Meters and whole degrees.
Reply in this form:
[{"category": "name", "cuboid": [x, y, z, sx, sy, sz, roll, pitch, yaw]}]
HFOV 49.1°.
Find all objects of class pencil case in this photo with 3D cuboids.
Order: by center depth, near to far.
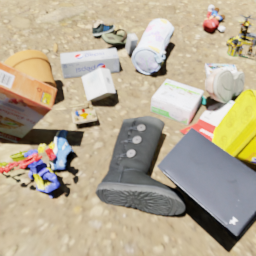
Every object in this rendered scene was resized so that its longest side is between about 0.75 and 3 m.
[{"category": "pencil case", "cuboid": [1.089, -3.454, 11.654, 1.308, 1.199, 2.884, -24, 30, 36]}]

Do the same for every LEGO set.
[{"category": "LEGO set", "cuboid": [5.742, -3.946, 11.915, 2.845, 1.649, 2.188, 27, 51, 24]}]

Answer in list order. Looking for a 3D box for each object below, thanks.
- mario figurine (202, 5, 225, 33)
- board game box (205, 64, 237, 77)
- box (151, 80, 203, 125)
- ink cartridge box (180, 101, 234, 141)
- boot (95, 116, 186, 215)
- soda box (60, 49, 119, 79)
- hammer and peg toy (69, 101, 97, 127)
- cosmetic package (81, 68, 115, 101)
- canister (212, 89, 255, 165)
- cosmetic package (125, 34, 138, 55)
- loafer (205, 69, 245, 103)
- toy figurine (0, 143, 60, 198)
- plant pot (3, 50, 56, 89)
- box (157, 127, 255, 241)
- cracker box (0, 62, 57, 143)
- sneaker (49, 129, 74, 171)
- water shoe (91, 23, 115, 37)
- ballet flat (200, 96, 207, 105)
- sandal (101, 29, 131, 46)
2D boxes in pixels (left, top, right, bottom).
[{"category": "mario figurine", "cuboid": [4.384, -5.402, 13.859, 1.137, 0.976, 1.841, 21, 47, 17]}, {"category": "board game box", "cuboid": [3.744, -2.287, 11.290, 1.201, 0.208, 0.758, 4, 45, 4]}, {"category": "box", "cuboid": [1.673, -0.916, 9.597, 1.402, 0.678, 1.237, 22, 50, 20]}, {"category": "ink cartridge box", "cuboid": [2.861, -0.178, 8.638, 2.052, 0.514, 1.651, -20, 27, -19]}, {"category": "boot", "cuboid": [0.596, 0.853, 7.683, 2.275, 0.906, 2.760, 8, 43, 15]}, {"category": "soda box", "cuboid": [-1.521, -2.594, 11.235, 2.268, 0.719, 0.774, -8, 46, -8]}, {"category": "hammer and peg toy", "cuboid": [-1.506, -0.469, 9.345, 0.810, 0.388, 1.102, -11, 33, -11]}, {"category": "cosmetic package", "cuboid": [-1.033, -1.476, 9.672, 0.885, 0.882, 0.544, -19, -7, 32]}, {"category": "canister", "cuboid": [3.795, 0.255, 7.197, 2.541, 1.887, 1.100, 18, 41, -8]}, {"category": "cosmetic package", "cuboid": [0.138, -3.538, 11.861, 0.355, 0.787, 0.420, -16, 63, -16]}, {"category": "loafer", "cuboid": [3.117, -1.452, 9.500, 0.933, 1.067, 2.969, 10, 15, 36]}, {"category": "toy figurine", "cuboid": [-2.440, 1.300, 7.217, 2.271, 1.360, 1.198, -10, 21, 48]}, {"category": "plant pot", "cuboid": [-3.307, -1.604, 9.687, 1.779, 1.779, 1.245, -27, 67, -24]}, {"category": "box", "cuboid": [1.949, 1.311, 6.235, 1.193, 2.032, 1.998, -48, 59, -3]}, {"category": "cracker box", "cuboid": [-3.296, -0.568, 7.572, 1.688, 2.520, 0.727, 25, 53, -31]}, {"category": "sneaker", "cuboid": [-1.902, 0.657, 8.234, 0.643, 0.566, 1.441, 8, 49, -10]}, {"category": "water shoe", "cuboid": [-1.168, -4.790, 13.427, 1.280, 0.505, 0.457, -34, 42, -27]}, {"category": "ballet flat", "cuboid": [2.491, -1.156, 10.103, 0.956, 0.332, 0.332, 38, 56, 24]}, {"category": "sandal", "cuboid": [-0.359, -4.098, 12.544, 0.773, 0.556, 1.947, 45, 39, 14]}]
